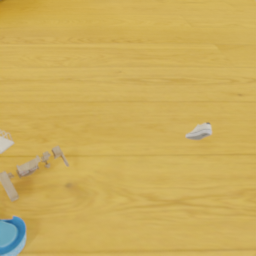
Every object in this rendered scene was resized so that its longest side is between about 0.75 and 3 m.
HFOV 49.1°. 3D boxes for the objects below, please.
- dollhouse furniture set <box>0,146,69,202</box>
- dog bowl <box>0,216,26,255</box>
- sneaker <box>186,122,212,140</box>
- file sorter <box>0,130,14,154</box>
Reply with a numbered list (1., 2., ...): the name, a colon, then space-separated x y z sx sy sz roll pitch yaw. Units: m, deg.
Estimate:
1. dollhouse furniture set: -3.011 1.479 9.068 2.004 1.039 0.887 -28 85 -28
2. dog bowl: -3.676 2.875 7.529 2.022 0.501 1.127 10 40 13
3. sneaker: 1.963 0.100 7.737 0.363 0.995 0.352 20 70 -21
4. file sorter: -4.916 0.411 10.450 0.955 0.595 0.663 19 43 21
